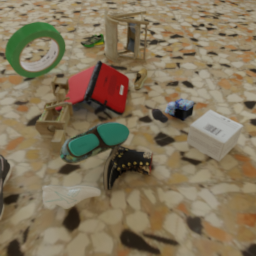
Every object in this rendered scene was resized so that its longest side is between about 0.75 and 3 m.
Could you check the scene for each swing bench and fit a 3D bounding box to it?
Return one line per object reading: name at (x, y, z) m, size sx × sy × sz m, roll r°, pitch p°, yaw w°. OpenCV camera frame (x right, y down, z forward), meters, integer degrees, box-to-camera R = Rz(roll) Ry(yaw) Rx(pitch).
swing bench at (-0.142, -4.542, 14.047) m, size 2.168 × 2.156 × 1.407 m, roll -2°, pitch 45°, yaw -4°

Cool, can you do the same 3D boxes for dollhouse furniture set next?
dollhouse furniture set at (-2.738, -0.530, 9.703) m, size 1.119 × 1.780 × 2.013 m, roll 2°, pitch 40°, yaw 2°

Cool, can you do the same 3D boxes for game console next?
game console at (-1.423, -1.461, 11.984) m, size 2.399 × 1.652 × 2.784 m, roll 27°, pitch 38°, yaw -17°

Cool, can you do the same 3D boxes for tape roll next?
tape roll at (-4.055, -3.399, 12.429) m, size 2.581 × 2.581 × 0.620 m, roll -28°, pitch 66°, yaw -29°

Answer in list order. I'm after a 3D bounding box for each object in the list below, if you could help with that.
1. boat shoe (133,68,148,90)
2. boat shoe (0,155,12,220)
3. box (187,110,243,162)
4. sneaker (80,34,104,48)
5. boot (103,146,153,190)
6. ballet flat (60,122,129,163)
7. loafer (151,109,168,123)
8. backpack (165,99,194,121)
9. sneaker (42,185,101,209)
boat shoe at (0.547, -2.301, 12.533) m, size 0.464 × 0.493 × 1.296 m, roll -2°, pitch 50°, yaw 26°
boat shoe at (-3.888, 1.728, 7.725) m, size 0.884 × 0.753 × 2.643 m, roll -16°, pitch 38°, yaw 2°
box at (2.928, 0.233, 9.503) m, size 1.295 × 0.851 × 1.301 m, roll 32°, pitch 48°, yaw 31°
sneaker at (-2.036, -4.966, 15.812) m, size 1.462 × 0.623 × 0.570 m, roll -25°, pitch 46°, yaw -25°
boot at (0.016, 1.226, 8.560) m, size 1.332 × 0.647 × 1.769 m, roll 7°, pitch 34°, yaw 9°
ballet flat at (-1.027, 0.434, 8.514) m, size 0.932 × 0.932 × 2.510 m, roll 33°, pitch 31°, yaw 32°
loafer at (1.113, -0.484, 10.345) m, size 0.385 × 1.072 × 0.338 m, roll -42°, pitch 54°, yaw 14°
backpack at (1.943, -0.762, 10.812) m, size 0.972 × 0.654 × 0.887 m, roll 20°, pitch 31°, yaw 31°
sneaker at (-1.570, 1.933, 7.859) m, size 1.627 × 0.572 × 0.652 m, roll 1°, pitch 72°, yaw -14°
